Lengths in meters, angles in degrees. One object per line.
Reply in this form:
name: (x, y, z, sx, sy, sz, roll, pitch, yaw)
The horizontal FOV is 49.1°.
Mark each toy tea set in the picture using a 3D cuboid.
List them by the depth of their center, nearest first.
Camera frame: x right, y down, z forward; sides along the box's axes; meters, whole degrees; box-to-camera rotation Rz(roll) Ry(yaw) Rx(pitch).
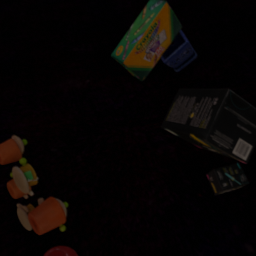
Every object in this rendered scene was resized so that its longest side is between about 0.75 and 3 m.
toy tea set: (-2.452, 1.494, 7.361, 1.016, 2.746, 1.633, -26, 21, -39)

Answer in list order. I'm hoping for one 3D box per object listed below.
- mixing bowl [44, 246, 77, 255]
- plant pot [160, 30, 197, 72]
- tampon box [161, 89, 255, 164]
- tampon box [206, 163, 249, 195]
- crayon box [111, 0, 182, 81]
mixing bowl: (-1.791, 3.454, 7.081, 1.061, 0.574, 1.061, -1, 50, 1)
plant pot: (2.161, -3.371, 12.317, 1.339, 1.203, 1.338, -38, 46, 22)
tampon box: (2.476, -0.147, 8.451, 1.743, 2.325, 1.468, 27, 87, -24)
tampon box: (3.020, 1.564, 8.561, 0.918, 0.580, 0.688, -11, 65, -15)
crayon box: (0.786, -3.551, 11.444, 0.831, 1.694, 2.853, 40, 96, 35)
